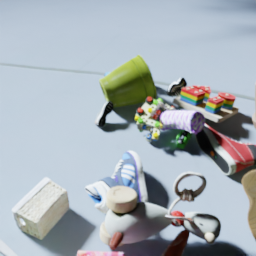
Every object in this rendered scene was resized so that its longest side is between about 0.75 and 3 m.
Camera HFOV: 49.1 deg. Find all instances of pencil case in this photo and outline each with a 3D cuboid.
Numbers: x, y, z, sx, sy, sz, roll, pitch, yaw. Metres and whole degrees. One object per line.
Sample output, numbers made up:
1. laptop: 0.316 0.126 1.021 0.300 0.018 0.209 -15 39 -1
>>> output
1. pencil case: 1.825 -0.204 9.657 0.750 0.764 1.788 18 -5 -29

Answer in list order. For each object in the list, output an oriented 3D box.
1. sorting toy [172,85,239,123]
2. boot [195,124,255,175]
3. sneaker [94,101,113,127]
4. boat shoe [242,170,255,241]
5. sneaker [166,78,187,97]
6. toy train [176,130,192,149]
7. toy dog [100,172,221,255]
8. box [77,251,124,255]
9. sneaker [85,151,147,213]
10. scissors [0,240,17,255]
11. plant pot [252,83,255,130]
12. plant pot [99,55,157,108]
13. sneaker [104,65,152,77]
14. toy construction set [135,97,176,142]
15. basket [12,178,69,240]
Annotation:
1. sorting toy: 3.186 -1.116 11.162 2.031 0.707 2.019 28 31 32
2. boot: 3.346 0.526 9.393 1.555 0.780 2.155 -14 47 -19
3. sneaker: -0.959 -0.564 10.770 0.448 0.417 1.129 8 64 52
4. boat shoe: 3.532 2.123 7.117 0.866 0.780 2.401 -36 20 27
5. sneaker: 2.065 -1.686 12.376 0.628 0.579 1.570 -27 8 42
6. toy train: 2.195 0.115 10.103 0.376 0.508 1.801 18 41 26
7. toy dog: 0.641 2.274 6.310 2.900 1.913 1.397 -13 21 9
8. box: -0.511 3.069 5.209 0.865 1.686 0.798 1 40 3
9. sneaker: -0.416 1.434 7.838 1.578 0.868 2.155 7 41 -18
10. scissors: -3.430 2.638 7.018 2.905 0.202 1.063 11 38 16
11. plant pot: 5.315 -0.985 9.994 1.981 1.728 1.981 -23 17 8
12. plant pot: -0.109 -1.717 11.565 1.916 1.990 1.990 -23 41 -6
13. sneaker: -0.023 -2.619 13.159 2.334 1.050 0.915 -1 36 17
14. toy construction set: 1.016 -0.399 10.227 1.291 0.907 1.969 29 49 23
15. basket: -2.186 2.075 7.230 0.782 0.859 1.268 20 41 21
